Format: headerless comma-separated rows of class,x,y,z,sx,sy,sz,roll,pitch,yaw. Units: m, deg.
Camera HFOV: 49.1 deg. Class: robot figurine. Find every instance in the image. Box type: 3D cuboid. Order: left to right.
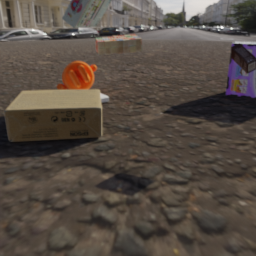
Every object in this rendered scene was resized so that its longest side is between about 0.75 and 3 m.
robot figurine,-2.412,-2.354,13.190,1.436,1.772,2.463,21,2,-15

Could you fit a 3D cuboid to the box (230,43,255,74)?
box,3.265,-1.976,7.944,0.315,0.421,0.840,-27,52,0

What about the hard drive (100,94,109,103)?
hard drive,-2.067,-1.220,12.173,2.057,0.274,1.357,-14,26,-32

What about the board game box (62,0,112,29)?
board game box,-1.369,-4.245,9.856,0.585,1.344,1.821,39,27,1

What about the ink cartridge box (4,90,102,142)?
ink cartridge box,-2.300,-0.507,9.304,2.828,1.062,2.329,-2,21,-6

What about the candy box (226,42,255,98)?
candy box,6.112,-2.606,12.746,2.869,2.407,1.026,10,24,24

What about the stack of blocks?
stack of blocks,-0.453,-3.641,12.197,1.882,0.551,1.084,-8,29,-12
